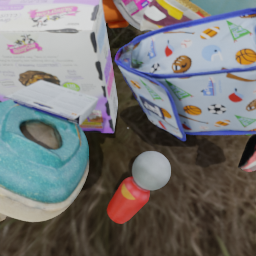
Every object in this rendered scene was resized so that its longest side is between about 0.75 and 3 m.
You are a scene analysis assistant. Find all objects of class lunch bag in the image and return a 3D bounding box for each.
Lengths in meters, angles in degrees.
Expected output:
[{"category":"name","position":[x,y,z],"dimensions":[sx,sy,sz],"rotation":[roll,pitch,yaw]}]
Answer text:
[{"category":"lunch bag","position":[0.944,-0.615,4.089],"dimensions":[1.916,1.629,1.187],"rotation":[-1,60,24]}]

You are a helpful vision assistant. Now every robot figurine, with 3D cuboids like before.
[{"category":"robot figurine","position":[-0.381,-3.902,8.760],"dimensions":[1.801,1.050,1.296],"rotation":[-11,93,-4]}]

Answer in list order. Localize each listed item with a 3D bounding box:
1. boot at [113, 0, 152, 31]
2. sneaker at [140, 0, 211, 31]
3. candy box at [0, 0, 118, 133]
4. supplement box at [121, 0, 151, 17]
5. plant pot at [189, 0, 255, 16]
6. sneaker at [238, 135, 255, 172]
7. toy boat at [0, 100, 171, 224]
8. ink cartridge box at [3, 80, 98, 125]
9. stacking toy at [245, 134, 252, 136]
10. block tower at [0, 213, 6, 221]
[{"category":"boot","position":[-0.259,-3.850,7.450],"dimensions":[2.925,1.076,1.398],"rotation":[51,23,-7]},{"category":"sneaker","position":[0.985,-1.488,4.478],"dimensions":[1.657,0.747,0.621],"rotation":[26,36,-20]},{"category":"candy box","position":[-1.620,-1.148,5.992],"dimensions":[2.493,2.973,1.063],"rotation":[2,56,6]},{"category":"supplement box","position":[0.077,-2.821,5.863],"dimensions":[0.392,0.774,0.400],"rotation":[-44,22,-20]},{"category":"plant pot","position":[2.390,-2.157,6.489],"dimensions":[2.039,2.887,2.040],"rotation":[-11,43,-41]},{"category":"sneaker","position":[2.378,0.424,4.430],"dimensions":[0.763,1.760,0.649],"rotation":[28,68,7]},{"category":"toy boat","position":[-0.802,0.434,4.307],"dimensions":[2.937,1.365,2.469],"rotation":[29,20,-18]},{"category":"ink cartridge box","position":[-1.025,-0.339,3.891],"dimensions":[0.987,0.201,0.989],"rotation":[18,24,6]},{"category":"stacking toy","position":[2.088,-0.744,5.429],"dimensions":[1.373,0.428,1.821],"rotation":[-24,62,-33]},{"category":"block tower","position":[-2.133,0.964,4.175],"dimensions":[0.272,1.009,0.292],"rotation":[-4,16,44]}]
